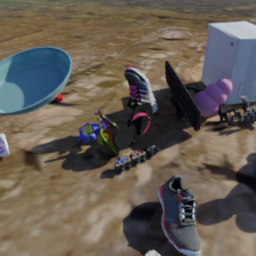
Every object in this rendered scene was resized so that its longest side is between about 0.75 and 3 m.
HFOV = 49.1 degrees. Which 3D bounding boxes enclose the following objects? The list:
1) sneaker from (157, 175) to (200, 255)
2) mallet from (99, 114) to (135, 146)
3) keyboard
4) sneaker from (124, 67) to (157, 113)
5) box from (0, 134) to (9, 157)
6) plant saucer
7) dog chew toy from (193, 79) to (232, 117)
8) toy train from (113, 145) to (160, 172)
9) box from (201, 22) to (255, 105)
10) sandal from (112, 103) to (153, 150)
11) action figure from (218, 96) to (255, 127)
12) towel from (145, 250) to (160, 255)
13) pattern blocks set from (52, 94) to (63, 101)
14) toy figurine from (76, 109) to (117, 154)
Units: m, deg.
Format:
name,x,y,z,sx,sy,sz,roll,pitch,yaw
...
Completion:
name,x,y,z,sx,sy,sz,roll,pitch,yaw
sneaker,1.045,1.632,5.549,0.654,0.695,1.696,12,36,-25
mallet,-0.290,-0.025,7.969,0.275,1.338,0.441,-33,27,28
keyboard,1.597,-0.918,9.159,0.543,1.427,2.742,-18,46,0
sneaker,0.278,-0.953,8.398,0.656,1.779,0.778,16,55,44
box,-4.453,0.751,7.238,2.503,0.484,0.519,-16,28,-22
plant saucer,-2.761,-1.230,7.654,2.705,0.486,2.705,-7,49,8
dog chew toy,2.824,-1.050,9.296,0.892,1.432,0.892,39,19,-16
toy train,0.217,0.768,7.408,1.479,0.252,0.339,-22,77,-31
box,4.081,-2.514,10.621,1.600,2.435,2.448,-5,33,-8
sandal,0.261,-0.063,7.758,0.413,0.688,1.831,-14,26,47
action figure,3.798,-0.523,9.067,1.556,0.794,0.925,-9,30,-8
towel,0.371,2.503,4.677,0.579,0.151,0.873,29,42,25
pattern blocks set,-3.684,-1.328,10.713,1.875,0.173,2.133,-17,37,-36
toy figurine,-1.022,0.262,8.105,0.954,0.840,1.593,-26,38,3
